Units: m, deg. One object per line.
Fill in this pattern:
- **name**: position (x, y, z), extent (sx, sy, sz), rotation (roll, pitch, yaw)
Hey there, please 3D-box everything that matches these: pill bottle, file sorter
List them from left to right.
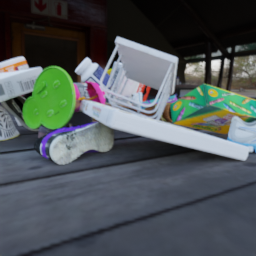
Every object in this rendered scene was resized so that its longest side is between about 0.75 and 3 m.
- **pill bottle**: position (-4.117, -1.358, 10.638), extent (1.345, 2.356, 1.345), rotation (-18, 16, 6)
- **pill bottle**: position (-1.511, -1.022, 9.040), extent (0.845, 0.845, 1.458), rotation (8, 12, 44)
- **pill bottle**: position (-1.165, -1.792, 10.134), extent (1.433, 0.829, 0.829), rotation (42, -8, -21)
- **file sorter**: position (0.357, -1.261, 9.057), extent (1.875, 1.683, 2.702), rotation (22, -10, 11)

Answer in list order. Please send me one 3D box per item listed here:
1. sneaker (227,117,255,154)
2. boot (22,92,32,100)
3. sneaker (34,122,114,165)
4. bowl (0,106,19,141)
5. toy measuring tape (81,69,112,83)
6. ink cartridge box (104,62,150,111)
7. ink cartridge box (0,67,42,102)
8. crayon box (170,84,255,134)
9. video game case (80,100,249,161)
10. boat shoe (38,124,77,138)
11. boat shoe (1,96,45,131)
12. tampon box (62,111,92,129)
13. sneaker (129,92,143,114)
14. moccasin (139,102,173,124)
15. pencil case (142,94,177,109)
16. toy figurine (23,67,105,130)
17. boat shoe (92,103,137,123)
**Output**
- **sneaker**: position (3.300, 0.119, 6.157), extent (2.158, 0.935, 0.809), rotation (4, 8, 20)
- **boot**: position (-2.365, -1.087, 9.982), extent (2.423, 0.877, 2.016), rotation (-36, -24, -3)
- **sneaker**: position (-1.165, 0.229, 6.128), extent (0.995, 0.695, 2.000), rotation (5, 10, 34)
- **bowl**: position (-4.577, -0.318, 8.130), extent (2.609, 1.224, 2.609), rotation (1, 8, 0)
- **toy measuring tape**: position (-1.055, -1.995, 12.167), extent (0.914, 0.914, 2.485), rotation (5, 23, 30)
- **ink cartridge box**: position (0.218, -1.581, 12.785), extent (2.983, 2.424, 0.851), rotation (0, 27, -45)
- **ink cartridge box**: position (-3.806, -1.066, 7.687), extent (2.552, 0.728, 2.074), rotation (-1, 22, 42)
- **crayon box**: position (2.441, -0.450, 7.822), extent (2.189, 0.638, 1.300), rotation (10, -25, -30)
- **video game case**: position (0.601, -0.024, 6.231), extent (2.970, 0.340, 2.703), rotation (14, 4, -22)
- **boat shoe**: position (-1.480, 0.158, 7.199), extent (1.636, 0.530, 0.588), rotation (-3, 9, -23)
- **boat shoe**: position (-3.152, -0.441, 8.788), extent (0.565, 0.628, 1.776), rotation (-2, -30, 28)
- **tampon box**: position (-1.580, -0.147, 8.578), extent (0.879, 0.741, 1.173), rotation (-2, 8, -13)
- **sneaker**: position (0.327, -0.994, 11.659), extent (0.545, 0.471, 1.257), rotation (0, 44, -5)
- **moccasin**: position (1.537, -0.540, 10.801), extent (2.347, 0.858, 0.906), rotation (-3, 9, 9)
- **pencil case**: position (1.432, -1.028, 13.102), extent (1.877, 0.799, 0.867), rotation (-10, -25, 8)
- **toy figurine**: position (-1.476, -0.647, 7.441), extent (1.970, 1.479, 1.813), rotation (-29, -13, 32)
- **boat shoe**: position (-0.623, -0.595, 11.295), extent (2.356, 0.892, 0.846), rotation (-10, 15, -35)
